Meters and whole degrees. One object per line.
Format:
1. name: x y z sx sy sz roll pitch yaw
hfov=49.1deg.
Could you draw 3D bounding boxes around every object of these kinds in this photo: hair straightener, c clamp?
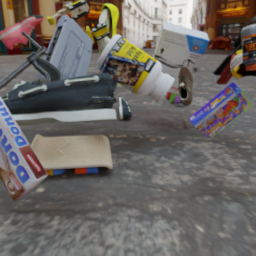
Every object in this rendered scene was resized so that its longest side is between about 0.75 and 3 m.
1. hair straightener: 3.331 -2.474 8.775 0.493 2.409 0.927 0 56 -11
2. c clamp: -2.961 -1.197 7.552 2.249 0.357 2.633 34 73 18

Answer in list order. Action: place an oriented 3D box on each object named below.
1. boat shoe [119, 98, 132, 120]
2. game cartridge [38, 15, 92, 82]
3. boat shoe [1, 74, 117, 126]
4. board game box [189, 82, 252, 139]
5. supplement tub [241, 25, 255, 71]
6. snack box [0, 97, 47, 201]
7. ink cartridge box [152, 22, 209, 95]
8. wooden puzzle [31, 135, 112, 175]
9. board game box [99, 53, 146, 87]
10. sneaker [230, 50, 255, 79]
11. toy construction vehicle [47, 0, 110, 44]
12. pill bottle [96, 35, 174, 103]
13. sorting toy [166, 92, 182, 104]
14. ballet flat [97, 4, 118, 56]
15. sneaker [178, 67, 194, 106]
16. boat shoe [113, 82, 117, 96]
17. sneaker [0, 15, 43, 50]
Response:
1. boat shoe: -0.148 -0.866 12.769 0.544 0.682 1.804 -2 31 -3
2. game cartridge: -1.963 -2.232 9.271 0.488 2.412 1.608 1 -22 35
3. boat shoe: -1.520 -0.471 4.999 2.725 0.822 1.030 -2 -2 10
4. board game box: 2.101 -0.359 6.368 0.827 1.230 0.275 31 24 -43
5. supplement tub: 2.976 -1.862 6.549 0.594 0.969 0.594 -6 2 0
6. snack box: -1.627 0.044 3.464 0.601 1.671 0.203 -39 -9 31
7. ink cartridge box: 1.765 -2.513 10.486 1.688 2.312 0.974 13 36 -3
8. wooden puzzle: -1.678 0.791 8.256 2.321 0.537 2.149 2 19 -8
9. board game box: -0.157 -1.501 7.370 1.066 0.722 0.184 7 46 -27
10. sneaker: 3.931 -1.814 7.804 2.137 0.832 0.878 -9 43 40
11. toy construction vehicle: -1.739 -3.644 9.918 1.799 1.566 0.634 -30 49 -4
12. pill bottle: 0.265 -1.831 9.067 2.339 1.302 1.302 33 20 -5
13. sorting toy: 2.694 -1.629 15.125 0.775 0.780 2.249 21 14 -12
14. ballet flat: -0.878 -3.669 11.078 0.817 2.444 0.819 7 4 26
15. sneaker: 1.856 -1.411 9.111 0.477 1.355 0.512 -10 -13 29
16. boat shoe: -0.856 -1.220 8.578 0.799 0.678 2.195 31 -5 -20
17. sneaker: -3.606 -3.305 9.706 1.677 0.727 0.618 -31 22 -6
